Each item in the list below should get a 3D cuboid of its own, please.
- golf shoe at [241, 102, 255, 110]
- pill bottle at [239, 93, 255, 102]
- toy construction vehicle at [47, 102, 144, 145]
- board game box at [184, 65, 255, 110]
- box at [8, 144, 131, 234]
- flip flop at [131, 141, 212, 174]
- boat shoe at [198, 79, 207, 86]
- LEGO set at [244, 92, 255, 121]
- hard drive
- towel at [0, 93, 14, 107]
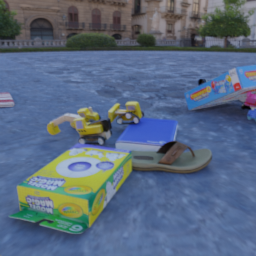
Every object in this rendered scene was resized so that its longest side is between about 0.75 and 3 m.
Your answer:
[{"bbox_3d":[5.162,-0.615,10.831,0.778,0.614,1.690,-40,36,2],"label":"golf shoe"},{"bbox_3d":[6.639,-1.986,13.162,2.681,1.532,1.532,-1,19,-2],"label":"pill bottle"},{"bbox_3d":[-1.003,-0.325,8.959,2.504,0.882,2.180,-1,24,24],"label":"toy construction vehicle"},{"bbox_3d":[4.290,-1.646,11.405,2.843,0.795,2.784,-12,-7,-32],"label":"board game box"},{"bbox_3d":[-1.032,1.093,5.720,1.505,0.621,2.566,6,22,18],"label":"box"},{"bbox_3d":[0.986,0.641,6.925,2.215,0.638,0.898,2,19,2],"label":"flip flop"},{"bbox_3d":[3.857,-2.041,14.317,0.452,0.541,1.451,22,41,-18],"label":"boat shoe"},{"bbox_3d":[4.978,-0.652,9.787,2.287,0.939,0.872,21,70,44],"label":"LEGO set"},{"bbox_3d":[0.681,0.184,8.752,1.559,0.300,2.363,5,19,12],"label":"hard drive"},{"bbox_3d":[-6.297,-1.269,13.072,1.662,0.262,2.307,-7,22,-26],"label":"towel"}]
